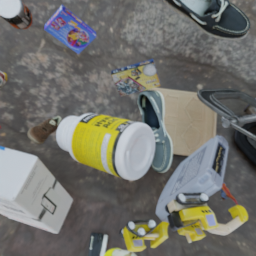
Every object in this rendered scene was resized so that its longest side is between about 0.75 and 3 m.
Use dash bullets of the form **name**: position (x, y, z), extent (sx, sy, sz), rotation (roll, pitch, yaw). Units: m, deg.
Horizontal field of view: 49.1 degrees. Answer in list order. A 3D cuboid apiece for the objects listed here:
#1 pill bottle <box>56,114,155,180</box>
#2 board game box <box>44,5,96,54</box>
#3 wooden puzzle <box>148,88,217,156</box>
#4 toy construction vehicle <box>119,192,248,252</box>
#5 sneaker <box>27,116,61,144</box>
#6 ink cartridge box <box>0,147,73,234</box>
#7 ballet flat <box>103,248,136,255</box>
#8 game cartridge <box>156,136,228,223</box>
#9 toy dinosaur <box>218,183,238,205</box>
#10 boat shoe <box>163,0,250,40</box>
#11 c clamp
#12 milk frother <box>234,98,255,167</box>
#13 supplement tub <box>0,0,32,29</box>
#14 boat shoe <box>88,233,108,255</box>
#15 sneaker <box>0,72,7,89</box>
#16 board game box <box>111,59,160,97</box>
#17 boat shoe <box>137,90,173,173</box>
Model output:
- **pill bottle**: position (-0.634, 0.347, 6.772), extent (2.339, 1.302, 1.302), rotation (11, 73, 37)
- **board game box**: position (-1.663, -2.809, 8.117), extent (0.827, 1.230, 0.275), rotation (-34, 44, 28)
- **wooden puzzle**: position (1.652, -0.157, 9.185), extent (2.321, 0.537, 2.149), rotation (6, 75, 6)
- **toy construction vehicle**: position (0.961, 1.775, 4.916), extent (1.799, 1.566, 0.634), rotation (7, 49, -26)
- **sneaker**: position (-2.152, -0.020, 7.294), extent (0.477, 1.355, 0.512), rotation (42, 105, -8)
- **ink cartridge box**: position (-2.474, 1.410, 6.311), extent (1.688, 2.312, 0.974), rotation (12, 59, 17)
- **ballet flat**: position (-0.147, 2.695, 5.046), extent (0.817, 2.444, 0.819), rotation (41, 95, 8)
- **game cartridge**: position (1.444, 1.104, 6.249), extent (0.488, 2.412, 1.608), rotation (49, 119, 1)
- **toy dinosaur**: position (2.381, 1.451, 6.913), extent (0.806, 0.731, 0.423), rotation (18, 55, 30)
- **boat shoe**: position (2.156, -3.262, 7.658), extent (2.725, 0.822, 1.030), rotation (24, 97, 1)
- **c clamp**: position (2.897, -0.394, 7.067), extent (2.633, 0.357, 2.249), rotation (-13, 42, -42)
- **milk frother**: position (4.580, 0.077, 7.831), extent (2.561, 2.838, 2.670), rotation (-34, 72, -2)
- **supplement tub**: position (-2.677, -2.738, 6.693), extent (0.594, 0.969, 0.594), rotation (0, 93, -1)
- **boat shoe**: position (-1.018, 3.964, 8.026), extent (0.544, 0.682, 1.804), rotation (11, 64, 2)
- **sneaker**: position (-3.891, -1.753, 6.911), extent (2.137, 0.832, 0.878), rotation (53, 47, -8)
- **board game box**: position (0.197, -1.220, 6.925), extent (1.066, 0.722, 0.184), rotation (-13, 43, 12)
- **boat shoe**: position (0.616, 0.098, 7.265), extent (0.799, 0.678, 2.195), rotation (-7, 87, 34)
